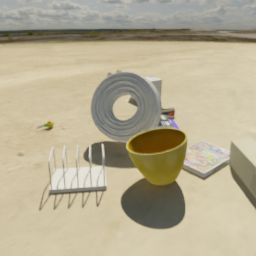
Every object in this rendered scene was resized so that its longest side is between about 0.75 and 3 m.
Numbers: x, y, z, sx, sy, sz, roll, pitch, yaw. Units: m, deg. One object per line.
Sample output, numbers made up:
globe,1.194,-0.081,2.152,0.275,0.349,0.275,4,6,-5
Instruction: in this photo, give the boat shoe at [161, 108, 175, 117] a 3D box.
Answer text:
boat shoe,1.574,-0.805,13.316,1.336,0.418,0.475,8,25,20

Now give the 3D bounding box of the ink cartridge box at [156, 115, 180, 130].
ink cartridge box,1.403,-0.188,11.957,1.483,0.322,1.469,-1,21,-7

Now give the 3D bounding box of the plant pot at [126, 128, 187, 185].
plant pot,0.896,0.891,8.015,1.717,1.219,1.717,-10,21,4

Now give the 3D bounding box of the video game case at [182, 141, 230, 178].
video game case,2.513,0.982,9.369,1.914,0.172,1.370,-19,29,-38

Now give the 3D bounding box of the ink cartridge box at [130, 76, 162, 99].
ink cartridge box,0.987,-2.226,15.840,1.491,1.078,1.097,-13,26,-28

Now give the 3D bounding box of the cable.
cable,-0.077,-0.767,10.369,2.630,2.629,0.910,21,-1,13

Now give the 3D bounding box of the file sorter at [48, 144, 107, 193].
file sorter,-1.445,1.098,8.055,1.574,0.980,1.092,-3,23,-6

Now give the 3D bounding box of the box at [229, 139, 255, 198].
box,3.665,1.173,7.957,0.761,0.914,2.225,-4,24,-1

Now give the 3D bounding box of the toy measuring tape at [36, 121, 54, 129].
toy measuring tape,-3.423,-0.093,11.769,0.304,0.304,0.828,17,27,35
